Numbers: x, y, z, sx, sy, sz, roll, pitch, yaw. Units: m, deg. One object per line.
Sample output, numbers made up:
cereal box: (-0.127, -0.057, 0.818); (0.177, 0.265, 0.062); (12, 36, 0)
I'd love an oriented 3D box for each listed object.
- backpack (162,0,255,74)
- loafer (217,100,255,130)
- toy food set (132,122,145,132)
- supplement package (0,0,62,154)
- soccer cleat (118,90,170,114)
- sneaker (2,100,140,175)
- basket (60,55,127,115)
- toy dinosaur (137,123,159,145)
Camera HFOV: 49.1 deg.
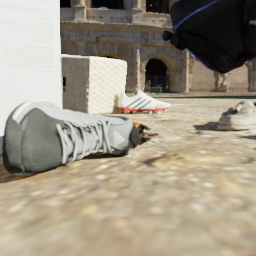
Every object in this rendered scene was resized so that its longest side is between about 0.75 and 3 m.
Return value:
backpack: (2.598, -2.800, 7.571); (2.640, 2.033, 2.514); (-21, -43, 33)
loafer: (3.760, -0.506, 9.034); (1.066, 0.932, 2.964); (7, 10, 44)
toy food set: (-0.054, 0.006, 7.675); (1.130, 0.275, 1.118); (-8, 10, -42)
supplement package: (-2.802, -1.109, 5.722); (2.253, 2.968, 2.236); (-5, 9, -33)
soccer cleat: (0.867, -1.373, 14.560); (2.896, 1.233, 0.994); (-3, 8, -17)
sneaker: (-0.622, 0.089, 4.370); (1.564, 1.016, 2.709); (3, 7, 7)
basket: (-1.823, -2.165, 14.471); (2.382, 2.936, 2.962); (11, 12, 36)
toy dinosaur: (0.257, 0.142, 6.285); (0.879, 0.449, 0.596); (-25, -1, -18)
